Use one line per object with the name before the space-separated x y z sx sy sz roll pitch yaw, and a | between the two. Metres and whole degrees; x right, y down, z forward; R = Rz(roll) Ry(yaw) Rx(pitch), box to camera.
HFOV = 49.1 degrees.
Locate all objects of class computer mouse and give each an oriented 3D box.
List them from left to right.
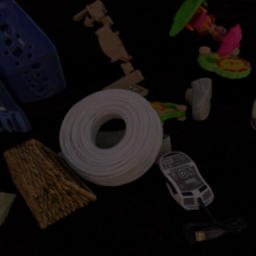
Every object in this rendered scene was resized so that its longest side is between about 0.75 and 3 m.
computer mouse | 1.655 1.691 7.267 1.485 0.594 2.708 -14 42 -12

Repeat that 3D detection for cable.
cable | -0.508 0.177 8.051 2.912 1.008 2.913 32 77 28

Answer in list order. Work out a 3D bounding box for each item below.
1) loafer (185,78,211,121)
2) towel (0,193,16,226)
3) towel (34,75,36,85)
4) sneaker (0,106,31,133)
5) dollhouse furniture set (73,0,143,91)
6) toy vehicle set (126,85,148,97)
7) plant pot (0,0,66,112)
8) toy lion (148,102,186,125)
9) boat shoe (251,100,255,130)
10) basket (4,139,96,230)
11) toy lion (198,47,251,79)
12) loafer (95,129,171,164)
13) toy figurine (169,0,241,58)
loafer | 2.760 -1.147 11.161 0.974 0.976 2.792 -1 30 21
towel | -3.362 2.030 7.066 0.759 0.187 1.023 1 34 4
towel | -4.812 -1.725 12.122 2.146 0.392 1.592 -33 47 -22
sneaker | -4.351 -0.288 9.899 2.467 0.912 1.015 18 39 36
dollhouse furniture set | -0.831 -2.553 9.096 1.295 2.925 1.516 -28 5 14
toy vehicle set | -0.052 -1.438 12.130 1.019 0.217 1.639 28 43 35
plant pot | -3.369 -1.909 8.164 2.017 2.243 2.243 -37 76 -18
toy lion | 1.225 -0.667 10.833 1.590 0.546 1.524 -13 29 -19
boat shoe | 4.974 -0.512 10.451 0.664 0.584 1.866 11 37 13
basket | -2.023 1.135 7.206 1.572 1.506 2.110 -24 41 -29
toy lion | 4.955 -3.304 14.508 2.452 0.842 2.351 3 42 5
loafer | -0.053 0.392 8.759 2.800 0.977 0.979 6 35 9
toy figurine | 2.146 -2.595 7.387 1.688 1.377 1.834 31 24 -14
